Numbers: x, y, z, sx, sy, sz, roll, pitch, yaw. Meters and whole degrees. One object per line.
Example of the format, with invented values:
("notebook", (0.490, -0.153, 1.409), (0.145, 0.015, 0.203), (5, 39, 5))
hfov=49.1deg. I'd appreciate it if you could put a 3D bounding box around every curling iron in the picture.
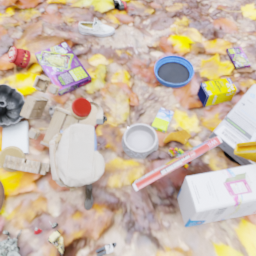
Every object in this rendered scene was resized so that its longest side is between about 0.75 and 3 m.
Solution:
("curling iron", (-1.152, 0.027, 9.815), (1.210, 0.155, 0.300), (-49, 35, -14))

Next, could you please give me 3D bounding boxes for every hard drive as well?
("hard drive", (-3.932, 0.406, 9.783), (0.870, 0.173, 1.319), (-10, 58, -6))

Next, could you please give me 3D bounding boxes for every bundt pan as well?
("bundt pan", (-4.486, -0.706, 9.803), (1.679, 0.630, 1.679), (20, 53, -29))

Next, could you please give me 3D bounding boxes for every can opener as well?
("can opener", (-0.595, 3.301, 7.543), (0.273, 0.820, 0.216), (9, 53, -40))

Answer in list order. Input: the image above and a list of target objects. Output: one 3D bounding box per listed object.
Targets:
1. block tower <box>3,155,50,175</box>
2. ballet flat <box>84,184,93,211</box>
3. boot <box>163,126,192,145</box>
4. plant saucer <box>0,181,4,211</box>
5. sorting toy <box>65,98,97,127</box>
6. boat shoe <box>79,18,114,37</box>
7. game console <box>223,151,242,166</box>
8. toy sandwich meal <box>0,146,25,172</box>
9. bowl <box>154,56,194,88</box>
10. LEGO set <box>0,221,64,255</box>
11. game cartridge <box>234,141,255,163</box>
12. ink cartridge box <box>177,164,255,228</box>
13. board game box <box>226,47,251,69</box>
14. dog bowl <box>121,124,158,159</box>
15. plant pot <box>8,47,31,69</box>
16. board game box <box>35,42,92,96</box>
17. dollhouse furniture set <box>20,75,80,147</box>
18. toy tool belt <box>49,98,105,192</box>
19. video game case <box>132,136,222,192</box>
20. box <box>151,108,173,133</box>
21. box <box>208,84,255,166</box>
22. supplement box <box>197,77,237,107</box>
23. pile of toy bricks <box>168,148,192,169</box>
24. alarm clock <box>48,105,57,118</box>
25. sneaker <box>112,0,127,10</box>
("block tower", (-3.182, 1.177, 8.801), (1.404, 0.406, 0.379), (12, 80, -6))
("ballet flat", (-1.215, 2.067, 8.497), (0.286, 0.197, 0.849), (-1, 92, -29))
("boot", (1.693, 0.387, 9.596), (0.873, 0.307, 0.625), (-40, 63, -8))
("plant saucer", (-4.923, 2.212, 8.387), (2.262, 0.414, 2.262), (-2, 56, 3))
("sorting toy", (-1.568, -0.434, 10.264), (1.099, 0.217, 1.187), (-29, 66, -17))
("boat shoe", (-1.431, -4.580, 12.599), (1.634, 0.697, 0.604), (7, 58, 5))
("game console", (3.918, 0.656, 9.574), (0.826, 0.169, 1.401), (36, 64, 21))
("toy sandwich meal", (-3.789, 1.015, 9.114), (0.931, 0.319, 0.931), (0, 89, -5))
("bowl", (1.848, -2.270, 11.355), (1.599, 0.314, 1.599), (0, 57, 0))
("LEGO set", (-3.028, 3.323, 7.534), (2.505, 0.710, 1.627), (-35, 62, -20))
("game cartridge", (4.433, 0.838, 7.347), (2.386, 2.104, 0.387), (19, 76, -19))
("ink cartridge box", (2.724, 1.914, 7.852), (2.352, 1.700, 0.996), (-8, 58, -5))
("board game box", (4.673, -2.984, 11.911), (0.674, 0.181, 1.123), (-10, 58, -1))
("dog bowl", (0.414, 0.417, 9.603), (1.299, 0.381, 1.299), (0, 57, 0))
("plant pot", (-4.416, -2.851, 11.309), (0.690, 0.758, 0.758), (9, 45, -46))
("board game box", (-2.676, -2.464, 11.439), (1.451, 0.390, 2.417), (-24, 61, -21))
("dollhouse furniture set", (-2.233, -0.380, 9.667), (2.414, 1.179, 2.059), (24, 96, 1))
("toy tool belt", (-1.571, 0.556, 8.433), (1.611, 1.586, 2.581), (4, 71, -20))
("video game case", (1.314, 1.010, 7.926), (2.529, 1.808, 0.221), (-30, 81, 1))
("box", (1.253, -0.278, 10.142), (0.538, 0.210, 0.883), (21, 60, 13))
("box", (4.315, 0.038, 9.423), (2.066, 0.545, 2.650), (41, 69, 11))
("supplement box", (3.325, -1.352, 10.559), (1.207, 0.661, 0.657), (-13, 58, -9))
("pile of toy bricks", (1.761, 0.902, 9.218), (0.465, 0.414, 0.838), (-30, 64, -29))
("alarm clock", (-2.635, -0.572, 9.975), (0.273, 0.819, 0.552), (-20, 59, 9))
("sneaker", (-0.548, -6.154, 13.778), (0.557, 0.403, 1.139), (-29, 63, -20))
